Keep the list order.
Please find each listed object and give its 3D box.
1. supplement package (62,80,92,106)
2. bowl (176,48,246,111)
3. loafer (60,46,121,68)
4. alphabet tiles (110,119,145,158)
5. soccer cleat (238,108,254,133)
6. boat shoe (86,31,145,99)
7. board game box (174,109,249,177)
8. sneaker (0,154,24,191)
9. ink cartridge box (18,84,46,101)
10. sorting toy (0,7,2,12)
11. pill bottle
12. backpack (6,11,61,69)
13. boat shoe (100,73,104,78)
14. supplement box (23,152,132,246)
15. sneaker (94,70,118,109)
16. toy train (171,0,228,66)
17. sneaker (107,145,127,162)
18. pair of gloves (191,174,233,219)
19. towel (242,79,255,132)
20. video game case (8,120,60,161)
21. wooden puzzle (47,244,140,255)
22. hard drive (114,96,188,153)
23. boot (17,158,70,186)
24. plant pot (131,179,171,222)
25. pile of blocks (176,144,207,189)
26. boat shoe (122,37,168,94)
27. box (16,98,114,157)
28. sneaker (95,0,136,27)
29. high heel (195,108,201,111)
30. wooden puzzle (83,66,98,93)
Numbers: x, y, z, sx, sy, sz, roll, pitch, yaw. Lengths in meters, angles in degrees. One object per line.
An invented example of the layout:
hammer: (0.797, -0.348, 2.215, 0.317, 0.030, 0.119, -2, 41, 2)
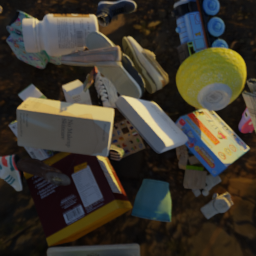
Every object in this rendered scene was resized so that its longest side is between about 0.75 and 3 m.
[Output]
supplement package: (-1.690, -0.996, 9.380, 0.620, 0.843, 0.806, -27, 44, -21)
bowl: (2.771, -1.315, 9.203, 2.304, 2.304, 1.240, 3, 49, 1)
loafer: (-1.131, -2.183, 8.508, 1.979, 0.712, 0.622, 7, 99, 17)
alphabet tiles: (-0.399, 0.509, 11.215, 1.745, 0.066, 1.459, -22, 69, -9)
soccer cleat: (5.250, -0.826, 11.463, 2.696, 0.899, 1.031, -43, 48, -13)
boat shoe: (-0.394, -2.072, 9.402, 2.655, 1.004, 0.801, 57, 34, -12)
board game box: (3.058, 0.397, 10.297, 2.247, 0.641, 2.295, -18, 62, -46)
sneaker: (-3.598, 1.379, 8.458, 0.710, 1.518, 0.535, -4, 45, -12)
ink cartridge box: (-4.044, -1.293, 11.894, 1.044, 0.250, 0.760, 42, 73, 16)
sorting toy: (-4.799, -3.716, 8.779, 1.211, 0.239, 1.309, 37, 64, -33)
pill bottle: (-2.375, -3.283, 9.986, 2.497, 1.428, 1.428, -4, 66, -12)
backpack: (-3.790, -3.592, 11.914, 2.341, 2.078, 1.762, 19, 75, 1)
boat shoe: (-0.933, -2.188, 9.918, 0.280, 0.263, 0.779, -15, 76, -3)
supplement box: (-1.649, 2.096, 9.305, 2.465, 1.659, 2.499, -30, 68, 5)
sneaker: (-0.909, -1.845, 11.886, 0.961, 0.891, 2.372, -10, 72, -15)
toy train: (2.442, -3.326, 9.811, 1.576, 1.196, 2.759, -15, 96, -14)
sneaker: (-0.911, 0.893, 10.820, 1.722, 0.754, 0.641, 13, 108, 26)
pair of gloves: (3.062, 2.445, 10.263, 1.239, 0.255, 1.457, -21, 69, -9)
towel: (4.511, -0.072, 8.329, 0.453, 2.625, 2.527, -29, 28, -3)
video game case: (-2.706, 0.237, 8.670, 1.347, 1.486, 0.266, -23, 22, 14)
wooden puzzle: (-0.977, 4.880, 8.165, 2.722, 0.680, 2.939, -1, 97, -4)
hard drive: (0.831, -0.132, 8.470, 0.370, 2.772, 1.828, -46, 74, 17)
boot: (-2.301, 1.202, 7.552, 1.348, 1.447, 0.465, 18, 85, -21)
plant pot: (0.749, 2.130, 8.352, 1.174, 1.174, 1.103, 8, 76, 4)
pile of blocks: (2.276, 1.131, 10.474, 1.060, 0.803, 2.583, -17, 63, 5)
boat shoe: (0.717, -2.844, 12.213, 0.960, 1.049, 2.806, -27, 80, -13)
box: (-1.531, -0.023, 7.071, 2.243, 1.065, 0.872, 7, 25, -1)
sneaker: (-0.512, -4.420, 10.843, 1.559, 0.593, 1.127, 1, 52, 14)
high heel: (2.883, -1.880, 11.869, 1.808, 0.906, 2.537, 28, 65, 17)
wooden puzzle: (-1.010, -1.294, 7.461, 0.072, 1.031, 0.611, 30, 109, -22)
